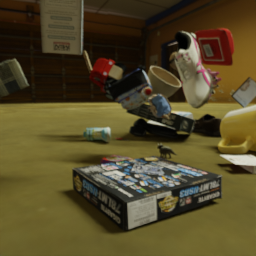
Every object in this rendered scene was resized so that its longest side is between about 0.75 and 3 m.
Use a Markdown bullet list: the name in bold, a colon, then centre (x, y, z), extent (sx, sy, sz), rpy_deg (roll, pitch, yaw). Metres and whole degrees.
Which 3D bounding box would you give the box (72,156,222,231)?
- **box**: centre (0.280, 1.061, 5.376), extent (2.094, 0.524, 2.110), rpy_deg (-4, 8, -32)

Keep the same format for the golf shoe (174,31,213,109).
- **golf shoe**: centre (1.624, -1.569, 7.530), extent (1.053, 2.286, 0.830), rpy_deg (18, -32, -29)

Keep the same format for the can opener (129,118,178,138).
- **can opener**: centre (1.161, 0.109, 12.444), extent (2.250, 0.885, 0.713), rpy_deg (10, -14, 25)

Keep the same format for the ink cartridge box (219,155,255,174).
- **ink cartridge box**: centre (3.041, 0.939, 7.356), extent (0.935, 0.237, 1.061), rpy_deg (0, 7, -3)

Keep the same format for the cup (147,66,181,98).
- **cup**: centre (1.468, -1.936, 13.111), extent (1.643, 1.175, 1.643), rpy_deg (23, 31, -15)

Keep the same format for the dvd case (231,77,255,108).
- **dvd case**: centre (4.364, -1.299, 10.318), extent (0.677, 0.948, 0.083), rpy_deg (41, 7, -7)

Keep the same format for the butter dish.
- **butter dish**: centre (2.031, -1.883, 6.232), extent (0.631, 0.854, 0.851), rpy_deg (-40, 33, -22)

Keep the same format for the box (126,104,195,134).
- **box**: centre (1.523, -0.461, 12.387), extent (2.815, 0.613, 2.255), rpy_deg (19, 3, 12)

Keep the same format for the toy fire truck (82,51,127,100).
- **toy fire truck**: centre (-1.246, -2.501, 12.168), extent (2.212, 1.423, 1.947), rpy_deg (25, -14, 0)

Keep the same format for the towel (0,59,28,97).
- **towel**: centre (-4.447, -1.863, 10.382), extent (1.117, 1.160, 0.200), rpy_deg (-28, 31, -18)

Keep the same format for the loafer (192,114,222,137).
- **loafer**: centre (3.833, -0.219, 13.438), extent (0.967, 0.945, 2.650), rpy_deg (-2, 8, -16)

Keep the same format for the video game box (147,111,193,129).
- **video game box**: centre (2.166, -0.361, 14.679), extent (1.682, 0.432, 1.846), rpy_deg (-28, 19, -22)

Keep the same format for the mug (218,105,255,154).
- **mug**: centre (3.979, 0.017, 9.501), extent (2.090, 1.674, 1.716), rpy_deg (2, -3, -35)

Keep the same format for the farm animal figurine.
- **farm animal figurine**: centre (2.628, -2.251, 11.355), extent (1.297, 2.580, 2.083), rpy_deg (-20, 29, 34)

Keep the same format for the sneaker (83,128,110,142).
- **sneaker**: centre (-1.267, 0.276, 11.202), extent (0.968, 0.590, 1.483), rpy_deg (0, -2, -17)

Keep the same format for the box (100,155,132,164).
- **box**: centre (-0.252, 0.930, 7.686), extent (0.855, 0.167, 0.585), rpy_deg (6, 9, 37)

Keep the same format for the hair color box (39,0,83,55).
- **hair color box**: centre (-1.465, -2.606, 6.238), extent (0.896, 1.810, 0.549), rpy_deg (2, 29, -9)

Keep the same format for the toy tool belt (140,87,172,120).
- **toy tool belt**: centre (0.718, -0.605, 6.903), extent (0.560, 0.897, 0.551), rpy_deg (-37, 16, 4)

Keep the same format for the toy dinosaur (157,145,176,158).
- **toy dinosaur**: centre (1.132, 0.712, 8.505), extent (0.298, 0.396, 0.775), rpy_deg (-6, 9, -39)

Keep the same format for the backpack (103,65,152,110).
- **backpack**: centre (0.156, -1.148, 8.466), extent (1.353, 1.042, 1.289), rpy_deg (-23, 0, 15)

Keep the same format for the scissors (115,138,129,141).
- **scissors**: centre (-0.274, 0.481, 11.642), extent (0.284, 0.054, 0.775), rpy_deg (-1, 8, -29)
